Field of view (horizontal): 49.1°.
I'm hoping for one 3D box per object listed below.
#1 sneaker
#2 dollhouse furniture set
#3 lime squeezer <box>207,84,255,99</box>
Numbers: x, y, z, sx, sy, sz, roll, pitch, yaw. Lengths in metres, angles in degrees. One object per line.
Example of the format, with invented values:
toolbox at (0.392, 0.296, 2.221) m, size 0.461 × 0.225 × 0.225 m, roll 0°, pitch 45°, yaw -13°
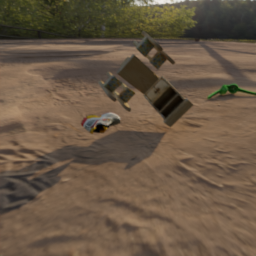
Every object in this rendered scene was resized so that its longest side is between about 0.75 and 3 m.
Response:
sneaker at (-0.692, -0.071, 7.810) m, size 1.254 × 0.488 × 0.515 m, roll -14°, pitch 53°, yaw -41°
dollhouse furniture set at (0.766, -1.356, 9.318) m, size 2.537 × 2.224 × 1.686 m, roll 31°, pitch 19°, yaw -46°
lime squeezer at (4.991, -1.743, 13.816) m, size 2.815 × 0.531 × 0.994 m, roll -4°, pitch 53°, yaw -13°
